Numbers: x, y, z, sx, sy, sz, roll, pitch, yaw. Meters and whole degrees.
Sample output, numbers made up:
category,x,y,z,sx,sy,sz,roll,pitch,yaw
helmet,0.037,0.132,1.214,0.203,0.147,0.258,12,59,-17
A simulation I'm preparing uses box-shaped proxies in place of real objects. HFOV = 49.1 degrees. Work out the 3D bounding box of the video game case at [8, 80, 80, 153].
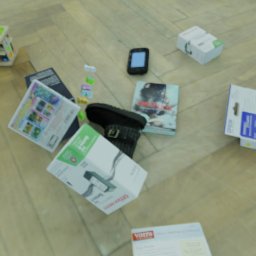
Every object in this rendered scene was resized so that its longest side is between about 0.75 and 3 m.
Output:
category,x,y,z,sx,sy,sz,roll,pitch,yaw
video game case,-2.691,-0.340,8.964,1.652,1.815,0.215,32,15,-9

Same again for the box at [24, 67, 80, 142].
category,x,y,z,sx,sy,sz,roll,pitch,yaw
box,-2.879,-0.846,10.784,1.192,1.997,2.031,-25,56,-20

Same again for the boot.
category,x,y,z,sx,sy,sz,roll,pitch,yaw
boot,-0.827,0.231,10.551,2.781,1.046,2.079,14,65,27

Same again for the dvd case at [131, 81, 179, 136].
category,x,y,z,sx,sy,sz,roll,pitch,yaw
dvd case,1.130,-0.913,11.926,1.958,0.295,2.682,8,54,6

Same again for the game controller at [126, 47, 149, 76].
category,x,y,z,sx,sy,sz,roll,pitch,yaw
game controller,0.497,-3.280,13.725,1.041,0.420,1.995,4,51,3

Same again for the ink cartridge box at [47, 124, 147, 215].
category,x,y,z,sx,sy,sz,roll,pitch,yaw
ink cartridge box,-0.931,1.315,8.455,2.450,1.788,1.030,39,44,-9

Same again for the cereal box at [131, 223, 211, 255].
category,x,y,z,sx,sy,sz,roll,pitch,yaw
cereal box,1.230,3.868,7.285,2.117,0.582,2.943,-5,30,-1

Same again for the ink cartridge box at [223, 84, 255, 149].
category,x,y,z,sx,sy,sz,roll,pitch,yaw
ink cartridge box,5.353,-0.347,11.285,2.864,0.673,2.830,13,54,12

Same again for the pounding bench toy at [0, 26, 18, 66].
category,x,y,z,sx,sy,sz,roll,pitch,yaw
pounding bench toy,-6.603,-3.884,13.473,1.998,1.559,1.241,2,52,2

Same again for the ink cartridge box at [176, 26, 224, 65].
category,x,y,z,sx,sy,sz,roll,pitch,yaw
ink cartridge box,3.602,-4.212,14.213,1.380,0.797,1.889,-31,58,-22

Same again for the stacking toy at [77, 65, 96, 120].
category,x,y,z,sx,sy,sz,roll,pitch,yaw
stacking toy,-1.451,-1.287,9.954,0.450,1.443,1.913,10,24,-15
